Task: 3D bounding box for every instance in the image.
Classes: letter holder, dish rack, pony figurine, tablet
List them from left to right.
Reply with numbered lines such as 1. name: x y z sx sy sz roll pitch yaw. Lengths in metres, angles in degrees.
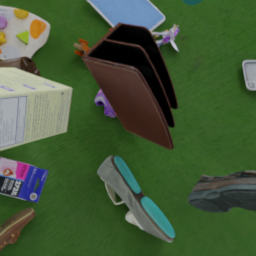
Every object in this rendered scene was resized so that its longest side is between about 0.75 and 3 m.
1. tablet: -0.119 -4.348 10.159 1.712 0.180 2.631 -41 82 -10
2. letter holder: 0.418 -0.835 6.098 1.703 2.397 1.205 26 66 41
3. pony figurine: 1.330 -3.085 9.617 1.001 0.834 0.966 -15 60 10
4. dish rack: 4.298 -1.709 9.296 0.974 0.247 1.135 -1 69 1

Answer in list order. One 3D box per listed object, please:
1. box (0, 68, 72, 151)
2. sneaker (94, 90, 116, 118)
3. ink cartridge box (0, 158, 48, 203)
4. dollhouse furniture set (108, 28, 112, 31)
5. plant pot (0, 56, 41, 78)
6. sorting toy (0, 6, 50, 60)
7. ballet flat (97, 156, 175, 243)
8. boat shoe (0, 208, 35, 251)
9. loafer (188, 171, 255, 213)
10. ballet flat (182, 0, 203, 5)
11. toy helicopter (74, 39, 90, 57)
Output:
1. box: -2.349 -0.431 5.073 1.734 1.971 0.953 21 110 25
2. sneaker: -0.267 -0.601 8.661 1.933 0.778 0.855 36 81 16
3. ink cartridge box: -3.462 1.430 8.073 2.061 0.382 0.976 13 70 2
4. dollhouse furniture set: -0.275 -2.187 8.928 0.963 1.275 2.369 -27 72 -10
5. plant pot: -2.904 -1.163 6.887 1.228 1.240 1.240 -12 69 13
6. sorting toy: -4.121 -2.818 9.406 2.375 1.269 2.138 9 89 3
7. ballet flat: 0.128 2.038 7.673 0.888 0.940 2.789 -42 72 14
8. boat shoe: -3.161 2.795 7.498 1.588 0.572 0.536 -38 107 -21
9. loafer: 1.916 0.990 4.839 0.835 2.325 0.731 33 61 -16
10. ballet flat: 1.976 -3.985 7.085 0.787 2.336 0.744 22 84 -2
11. toy helicopter: -1.168 -2.500 9.329 1.342 0.887 0.529 22 100 -9
